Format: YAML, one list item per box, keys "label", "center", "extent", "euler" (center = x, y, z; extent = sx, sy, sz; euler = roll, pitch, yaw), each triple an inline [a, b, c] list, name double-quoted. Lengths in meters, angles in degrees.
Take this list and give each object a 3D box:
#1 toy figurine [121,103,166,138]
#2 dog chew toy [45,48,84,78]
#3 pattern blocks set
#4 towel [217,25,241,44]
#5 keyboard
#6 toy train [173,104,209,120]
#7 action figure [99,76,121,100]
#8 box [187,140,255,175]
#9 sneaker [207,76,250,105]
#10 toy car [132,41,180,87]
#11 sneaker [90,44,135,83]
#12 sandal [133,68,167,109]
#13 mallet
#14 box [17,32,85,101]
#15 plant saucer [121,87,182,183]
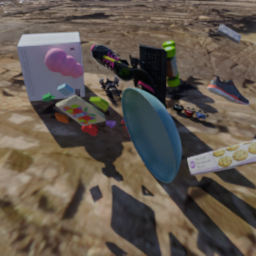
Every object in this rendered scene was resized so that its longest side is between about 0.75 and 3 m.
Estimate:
- label: "toy figurine"
  center: [0.434, -0.287, 9.007]
  extent: [1.593, 0.840, 0.954]
  euler: [-19, -8, 16]
- label: "dog chew toy"
  center: [-2.320, -2.318, 10.343]
  extent: [1.432, 0.892, 0.892]
  euler: [28, 35, -4]
- label: "pattern blocks set"
  center: [-1.303, -0.425, 7.784]
  extent: [1.875, 2.133, 0.173]
  euler: [-24, 48, 43]
- label: "towel"
  center: [3.560, -3.303, 9.832]
  extent: [0.873, 0.151, 0.579]
  euler: [32, 47, 3]
- label: "keyboard"
  center: [0.685, -1.735, 10.340]
  extent: [1.427, 2.742, 0.543]
  euler: [18, 52, 21]
- label: "toy train"
  center: [2.371, -0.613, 10.742]
  extent: [1.479, 0.252, 0.339]
  euler: [20, 44, 34]
- label: "action figure"
  center: [-0.779, -1.926, 12.443]
  extent: [0.925, 0.794, 1.556]
  euler: [-18, 37, -8]
- label: "box"
  center: [2.538, 0.756, 6.989]
  extent: [0.484, 0.519, 2.503]
  euler: [2, -16, -32]
- label: "sneaker"
  center: [3.629, -1.311, 9.787]
  extent: [1.696, 0.695, 0.654]
  euler: [22, 2, -18]
- label: "toy car"
  center: [1.258, -2.906, 13.278]
  extent: [2.144, 1.761, 1.692]
  euler: [-7, 31, 12]
- label: "sneaker"
  center: [-0.436, -2.151, 9.305]
  extent: [0.656, 1.779, 0.778]
  euler: [-55, 25, -8]
- label: "sandal"
  center: [0.693, -1.306, 9.808]
  extent: [0.413, 0.688, 1.831]
  euler: [-34, 88, -25]
- label: "mallet"
  center: [-0.366, -1.860, 7.787]
  extent: [1.338, 0.275, 0.441]
  euler: [27, 25, 20]
- label: "box"
  center: [-3.168, -2.628, 11.981]
  extent: [2.448, 2.435, 1.600]
  euler: [-6, 33, -9]
- label: "plant saucer"
  center: [0.649, 0.133, 7.426]
  extent: [0.486, 2.705, 2.705]
  euler: [-23, 39, -17]
